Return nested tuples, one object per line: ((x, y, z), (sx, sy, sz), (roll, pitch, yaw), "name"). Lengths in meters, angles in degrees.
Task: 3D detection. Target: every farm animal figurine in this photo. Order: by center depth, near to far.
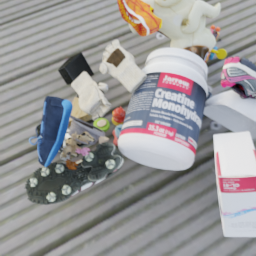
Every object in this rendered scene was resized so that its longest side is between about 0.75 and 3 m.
((-1.378, 0.470, 7.034), (0.537, 1.019, 1.031), (33, 90, -26), "farm animal figurine")

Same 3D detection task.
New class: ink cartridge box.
((2.618, 1.379, 6.777), (0.903, 2.108, 1.556), (-5, 33, 14), "ink cartridge box")

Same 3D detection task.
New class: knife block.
((-1.688, -0.716, 9.288), (1.296, 0.415, 1.138), (-23, 64, -11), "knife block")

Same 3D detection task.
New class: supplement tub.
((1.040, -0.471, 7.823), (2.071, 2.071, 2.952), (14, 72, 7), "supplement tub")

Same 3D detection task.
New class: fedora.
((-1.184, 0.120, 7.418), (1.095, 0.968, 0.494), (25, 94, -21), "fedora")

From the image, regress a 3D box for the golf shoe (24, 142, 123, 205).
((-1.359, 1.343, 7.458), (2.708, 1.193, 1.045), (-21, 70, 4), "golf shoe")

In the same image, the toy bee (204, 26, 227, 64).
((2.847, -3.062, 10.102), (1.362, 1.131, 2.080), (5, 64, 3), "toy bee")

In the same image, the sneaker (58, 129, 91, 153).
((-1.833, 0.405, 8.321), (1.892, 0.701, 0.837), (-14, 21, 3), "sneaker")

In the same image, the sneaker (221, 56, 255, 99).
((3.127, -1.010, 6.991), (1.979, 0.798, 0.739), (22, 81, -14), "sneaker")

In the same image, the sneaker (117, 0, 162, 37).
((0.278, -3.386, 8.171), (0.763, 0.722, 1.979), (-26, 66, -16), "sneaker")

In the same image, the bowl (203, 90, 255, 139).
((3.222, -0.435, 8.017), (1.955, 1.952, 0.730), (28, 84, -5), "bowl")

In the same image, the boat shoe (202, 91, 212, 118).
((2.099, -1.282, 9.424), (1.003, 0.781, 2.209), (-14, 71, -7), "boat shoe")

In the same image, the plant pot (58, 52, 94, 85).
((-1.813, -1.907, 9.371), (0.757, 0.852, 0.854), (-41, 113, -30), "plant pot")

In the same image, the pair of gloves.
((-0.665, -1.322, 7.802), (2.045, 0.359, 1.739), (-38, 57, 13), "pair of gloves")

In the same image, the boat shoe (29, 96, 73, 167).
((-1.853, 0.059, 6.665), (0.664, 1.934, 0.814), (25, 25, 1), "boat shoe")

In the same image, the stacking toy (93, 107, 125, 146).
((-0.475, -0.067, 8.649), (1.104, 0.515, 1.219), (-7, 52, -15), "stacking toy")

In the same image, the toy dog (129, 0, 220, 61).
((1.642, -3.249, 8.860), (2.717, 1.955, 2.802), (-33, 104, 9), "toy dog")
